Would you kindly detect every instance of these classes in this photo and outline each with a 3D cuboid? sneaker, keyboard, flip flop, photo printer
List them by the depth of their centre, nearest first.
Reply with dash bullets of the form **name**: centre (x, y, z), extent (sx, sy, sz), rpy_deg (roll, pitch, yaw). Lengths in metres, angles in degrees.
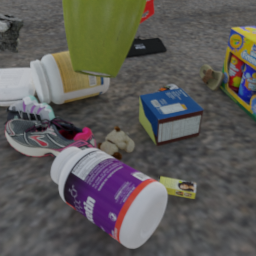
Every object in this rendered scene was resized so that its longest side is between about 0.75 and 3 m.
- **sneaker**: centre (-2.178, 0.180, 7.923), extent (2.962, 1.106, 1.194), rpy_deg (13, 38, 18)
- **sneaker**: centre (-3.289, -0.333, 9.015), extent (1.370, 0.762, 1.959), rpy_deg (-30, 36, -32)
- **photo printer**: centre (-4.370, -1.526, 10.574), extent (1.715, 0.716, 2.062), rpy_deg (-4, 37, -7)
- **flip flop**: centre (3.225, -2.084, 11.221), extent (0.554, 0.781, 1.926), rpy_deg (14, 28, -19)
- **keyboard**: centre (0.516, -4.116, 14.513), extent (2.745, 0.544, 1.429), rpy_deg (-12, 61, -17)

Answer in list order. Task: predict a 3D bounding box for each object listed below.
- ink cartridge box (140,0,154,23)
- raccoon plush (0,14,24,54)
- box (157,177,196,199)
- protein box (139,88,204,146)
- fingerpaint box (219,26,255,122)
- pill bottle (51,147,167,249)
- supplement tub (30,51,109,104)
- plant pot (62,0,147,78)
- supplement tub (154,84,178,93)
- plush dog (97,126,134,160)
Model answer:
- **ink cartridge box**: centre (0.209, -4.784, 9.611), extent (0.715, 2.127, 1.236), rpy_deg (21, 51, 33)
- **raccoon plush**: centre (-3.486, -2.499, 7.777), extent (0.782, 1.084, 1.617), rpy_deg (15, 26, -4)
- **box**: centre (1.180, 1.466, 6.900), extent (0.944, 0.237, 0.355), rpy_deg (7, 37, 11)
- **protein box**: centre (1.291, -0.391, 8.781), extent (1.480, 0.999, 1.470), rpy_deg (-12, 38, -16)
- **fingerpaint box**: centre (4.423, -1.850, 9.598), extent (1.057, 2.403, 2.881), rpy_deg (-8, 38, -11)
- **pill bottle**: centre (-0.501, 1.344, 6.075), extent (2.492, 1.401, 1.401), rpy_deg (24, 43, 30)
- **supplement tub**: centre (-2.093, -1.865, 10.145), extent (2.441, 1.766, 1.766), rpy_deg (-17, 39, -23)
- **plant pot**: centre (-0.779, -2.813, 7.876), extent (2.459, 2.628, 2.459), rpy_deg (8, 3, 0)
- **supplement tub**: centre (1.257, -1.044, 9.920), extent (1.160, 0.711, 0.711), rpy_deg (-30, 46, -35)
- **plush dog**: centre (-0.418, 0.467, 7.973), extent (0.968, 0.777, 0.831), rpy_deg (23, 66, 28)
